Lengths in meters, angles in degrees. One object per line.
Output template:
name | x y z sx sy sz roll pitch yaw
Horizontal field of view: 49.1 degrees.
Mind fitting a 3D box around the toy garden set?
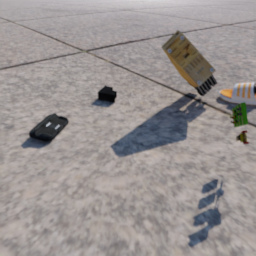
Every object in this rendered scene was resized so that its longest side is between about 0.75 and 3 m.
toy garden set | 3.093 -0.076 7.915 0.264 1.103 1.323 -6 -5 10

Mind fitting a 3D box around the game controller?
game controller | -2.834 -0.029 10.169 0.874 0.353 1.676 22 32 5

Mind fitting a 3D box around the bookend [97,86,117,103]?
bookend | -0.819 -1.519 12.512 0.825 0.382 0.830 12 33 16

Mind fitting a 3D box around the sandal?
sandal | 5.489 -1.530 12.077 2.959 0.848 1.134 12 34 19

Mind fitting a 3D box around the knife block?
knife block | 2.579 -2.568 11.838 0.924 2.888 2.535 -44 7 7
